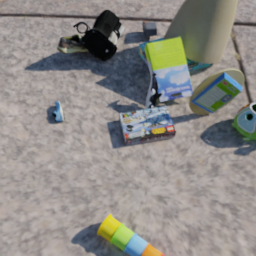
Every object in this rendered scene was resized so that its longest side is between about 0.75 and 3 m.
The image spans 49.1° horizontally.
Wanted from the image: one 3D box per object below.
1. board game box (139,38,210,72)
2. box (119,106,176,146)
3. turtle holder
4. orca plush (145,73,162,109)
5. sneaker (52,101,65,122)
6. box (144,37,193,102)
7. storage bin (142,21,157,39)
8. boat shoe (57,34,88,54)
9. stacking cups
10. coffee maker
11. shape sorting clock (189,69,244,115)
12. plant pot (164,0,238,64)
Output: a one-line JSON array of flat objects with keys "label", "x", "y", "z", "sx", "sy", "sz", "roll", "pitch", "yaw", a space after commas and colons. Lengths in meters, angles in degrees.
[{"label": "board game box", "x": 2.004, "y": -3.162, "z": 12.061, "sx": 2.543, "sy": 0.597, "sz": 1.920, "roll": -18, "pitch": 55, "yaw": -14}, {"label": "box", "x": 0.654, "y": -0.089, "z": 9.837, "sx": 1.765, "sy": 0.352, "sz": 1.208, "roll": -9, "pitch": 53, "yaw": -6}, {"label": "turtle holder", "x": 4.312, "y": -0.158, "z": 9.441, "sx": 1.151, "sy": 1.075, "sz": 1.514, "roll": -5, "pitch": 52, "yaw": -4}, {"label": "orca plush", "x": 0.986, "y": -1.297, "z": 10.252, "sx": 0.484, "sy": 0.717, "sz": 1.363, "roll": 6, "pitch": 88, "yaw": -14}, {"label": "sneaker", "x": -2.598, "y": -0.611, "z": 10.250, "sx": 0.421, "sy": 0.367, "sz": 0.936, "roll": -16, "pitch": 54, "yaw": -8}, {"label": "box", "x": 1.561, "y": -2.188, "z": 10.755, "sx": 1.402, "sy": 0.548, "sz": 2.299, "roll": -12, "pitch": 86, "yaw": -4}, {"label": "storage bin", "x": 1.012, "y": -4.643, "z": 13.080, "sx": 0.616, "sy": 0.667, "sz": 0.917, "roll": -5, "pitch": 42, "yaw": -1}, {"label": "boat shoe", "x": -2.178, "y": -3.685, "z": 12.046, "sx": 0.732, "sy": 0.673, "sz": 2.049, "roll": 37, "pitch": 38, "yaw": 18}, {"label": "stacking cups", "x": 0.206, "y": 3.141, "z": 7.263, "sx": 2.141, "sy": 0.648, "sz": 0.648, "roll": 32, "pitch": 59, "yaw": 17}, {"label": "coffee maker", "x": -1.120, "y": -4.192, "z": 12.026, "sx": 1.344, "sy": 1.917, "sz": 1.995, "roll": -12, "pitch": 41, "yaw": 24}, {"label": "shape sorting clock", "x": 3.021, "y": -1.208, "z": 9.619, "sx": 2.059, "sy": 2.059, "sz": 0.404, "roll": -13, "pitch": 56, "yaw": -10}, {"label": "plant pot", "x": 3.155, "y": -4.555, "z": 11.275, "sx": 2.679, "sy": 2.861, "sz": 2.679, "roll": 10, "pitch": 42, "yaw": -9}]
